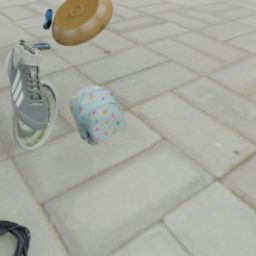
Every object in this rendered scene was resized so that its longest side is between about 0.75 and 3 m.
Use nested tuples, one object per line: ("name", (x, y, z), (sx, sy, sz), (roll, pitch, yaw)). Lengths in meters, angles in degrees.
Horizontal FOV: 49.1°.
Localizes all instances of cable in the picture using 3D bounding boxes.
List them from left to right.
("cable", (-3.478, 3.089, 6.883), (2.144, 0.545, 1.750), (-27, 42, -26))

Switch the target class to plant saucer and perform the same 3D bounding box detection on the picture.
("plant saucer", (-2.593, -0.359, 7.553), (0.481, 1.916, 1.916), (14, 42, 15))
("plant saucer", (-1.781, -4.062, 10.101), (2.517, 0.446, 2.517), (-9, 61, 17))

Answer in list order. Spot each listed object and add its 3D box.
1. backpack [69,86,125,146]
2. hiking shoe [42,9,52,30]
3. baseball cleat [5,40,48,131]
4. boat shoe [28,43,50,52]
("backpack", (-0.814, -0.374, 7.422), (1.256, 1.428, 1.095), (-29, 22, -22))
("hiking shoe", (-2.823, -3.893, 10.070), (0.333, 0.768, 0.286), (18, 7, 41))
("baseball cleat", (-2.254, -1.030, 6.324), (0.746, 1.139, 2.140), (-12, 68, -45))
("boat shoe", (-3.635, -2.926, 10.765), (1.455, 0.527, 0.526), (-3, 24, 11))
